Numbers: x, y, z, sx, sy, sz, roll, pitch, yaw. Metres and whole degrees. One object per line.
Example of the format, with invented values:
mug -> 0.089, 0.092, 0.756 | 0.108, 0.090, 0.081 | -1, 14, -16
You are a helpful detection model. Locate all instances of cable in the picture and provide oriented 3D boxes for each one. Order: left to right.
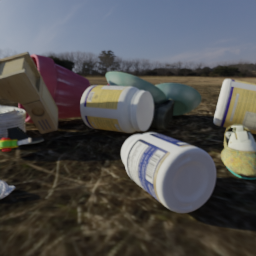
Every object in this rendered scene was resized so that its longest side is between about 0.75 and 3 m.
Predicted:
cable -> -4.900, -0.132, 9.540 | 2.734, 0.946, 2.733 | 9, 15, 32

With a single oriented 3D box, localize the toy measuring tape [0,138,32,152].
toy measuring tape -> -3.012, 0.405, 7.252 | 1.040, 0.383, 0.383 | -12, 7, 20

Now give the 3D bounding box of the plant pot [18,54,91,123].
plant pot -> -3.143, -1.520, 12.301 | 2.548, 2.847, 2.847 | 7, 6, -35

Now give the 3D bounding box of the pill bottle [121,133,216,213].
pill bottle -> 0.578, 0.671, 5.112 | 1.064, 1.064, 1.916 | -5, 11, -23

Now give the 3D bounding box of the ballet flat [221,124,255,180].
ballet flat -> 2.806, 0.427, 7.007 | 0.942, 0.942, 2.664 | 3, 12, 16

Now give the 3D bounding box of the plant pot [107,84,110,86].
plant pot -> -0.441, -1.241, 13.795 | 1.454, 1.625, 1.625 | 14, 8, -15

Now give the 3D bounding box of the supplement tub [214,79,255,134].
supplement tub -> 4.335, -0.663, 9.737 | 2.344, 1.704, 1.704 | 14, 15, 15

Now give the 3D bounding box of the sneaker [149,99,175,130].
sneaker -> 1.110, -0.695, 11.907 | 1.592, 1.062, 2.779 | 11, 20, 19

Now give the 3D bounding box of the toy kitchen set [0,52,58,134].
toy kitchen set -> -4.200, -0.413, 9.089 | 2.988, 2.696, 2.438 | -14, 47, 2

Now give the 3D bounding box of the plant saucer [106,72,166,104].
plant saucer -> 0.241, -1.515, 11.977 | 2.771, 0.533, 2.771 | 20, -8, 3

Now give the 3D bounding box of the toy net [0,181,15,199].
toy net -> -2.585, 1.179, 4.721 | 0.792, 0.292, 1.511 | 9, 16, 37

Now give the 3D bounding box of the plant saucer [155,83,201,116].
plant saucer -> 2.088, -1.167, 13.362 | 2.731, 0.526, 2.731 | 7, -24, 3

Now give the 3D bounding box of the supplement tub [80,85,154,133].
supplement tub -> -0.394, -0.700, 10.321 | 2.314, 1.682, 1.682 | 7, 14, 28

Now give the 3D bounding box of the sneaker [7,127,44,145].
sneaker -> -3.145, 0.226, 8.558 | 1.059, 0.562, 0.396 | -4, -2, -19
